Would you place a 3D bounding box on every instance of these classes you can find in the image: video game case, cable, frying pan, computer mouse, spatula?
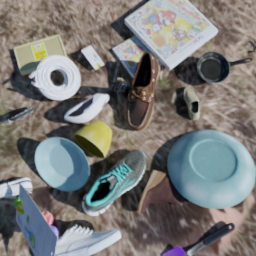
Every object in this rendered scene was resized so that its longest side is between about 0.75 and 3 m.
[{"bbox_3d":[1.623,-3.892,10.758,2.446,0.308,2.688,-38,77,-7],"label":"video game case"},{"bbox_3d":[-2.530,-1.762,9.983,1.583,0.548,1.582,41,72,-23],"label":"cable"},{"bbox_3d":[-3.915,-0.335,9.631,1.572,0.951,0.256,-37,108,-30],"label":"frying pan"},{"bbox_3d":[-1.036,-0.780,9.671,2.505,1.374,0.550,-33,82,3],"label":"computer mouse"},{"bbox_3d":[2.246,3.737,8.823,2.654,0.273,0.750,-29,73,-8],"label":"spatula"},{"bbox_3d":[3.419,-2.405,10.302,2.039,0.332,1.233,-34,83,-12],"label":"frying pan"},{"bbox_3d":[0.427,-2.792,10.785,1.447,0.182,1.591,-32,75,-9],"label":"video game case"}]

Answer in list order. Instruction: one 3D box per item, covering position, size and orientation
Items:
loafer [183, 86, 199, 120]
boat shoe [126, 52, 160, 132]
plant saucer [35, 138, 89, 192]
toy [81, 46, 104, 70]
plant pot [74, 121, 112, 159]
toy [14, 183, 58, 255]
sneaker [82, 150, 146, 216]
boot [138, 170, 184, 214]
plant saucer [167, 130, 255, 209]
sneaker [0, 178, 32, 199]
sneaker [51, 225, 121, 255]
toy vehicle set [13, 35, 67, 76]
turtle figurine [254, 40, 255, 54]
[{"bbox_3d":[2.343,-0.946,10.108,0.496,0.447,1.310,-11,74,-3],"label":"loafer"},{"bbox_3d":[0.447,-1.277,9.779,0.964,0.963,2.737,7,80,18],"label":"boat shoe"},{"bbox_3d":[-2.103,1.148,9.172,1.948,0.375,1.948,6,112,14],"label":"plant saucer"},{"bbox_3d":[-1.364,-2.627,10.626,0.880,0.208,0.507,52,54,-5],"label":"toy"},{"bbox_3d":[-1.048,0.303,9.376,1.248,1.248,0.886,33,67,9],"label":"plant pot"},{"bbox_3d":[-2.546,2.835,8.142,2.538,0.599,1.461,31,117,39],"label":"toy"},{"bbox_3d":[-0.384,1.701,8.901,1.039,1.221,2.677,40,75,12],"label":"sneaker"},{"bbox_3d":[1.128,2.261,9.101,1.305,0.568,1.569,24,73,8],"label":"boot"},{"bbox_3d":[2.708,1.138,9.063,2.845,0.548,2.845,-2,58,4],"label":"plant saucer"},{"bbox_3d":[-3.804,2.089,9.160,1.292,0.493,0.520,-20,65,-5],"label":"sneaker"},{"bbox_3d":[-1.455,3.350,8.354,2.484,0.907,0.879,-20,79,8],"label":"sneaker"},{"bbox_3d":[-3.352,-2.810,10.762,1.837,0.244,1.142,-18,74,-5],"label":"toy vehicle set"},{"bbox_3d":[5.225,-3.137,10.850,0.839,0.270,0.676,-18,67,3],"label":"turtle figurine"}]
